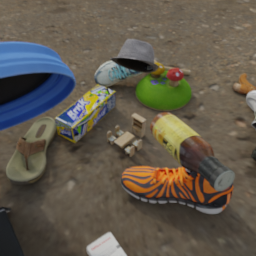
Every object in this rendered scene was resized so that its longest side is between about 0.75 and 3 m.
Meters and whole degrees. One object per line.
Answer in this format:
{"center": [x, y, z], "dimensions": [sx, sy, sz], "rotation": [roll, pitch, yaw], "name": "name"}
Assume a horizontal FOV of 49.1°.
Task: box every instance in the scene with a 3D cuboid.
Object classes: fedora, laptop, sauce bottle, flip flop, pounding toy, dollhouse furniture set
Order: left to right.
{"center": [-3.010, 2.627, 4.792], "dimensions": [2.448, 2.614, 1.515], "rotation": [-25, 84, -24], "name": "laptop"}
{"center": [-2.583, 0.464, 7.582], "dimensions": [1.008, 0.715, 2.485], "rotation": [5, 44, 5], "name": "flip flop"}
{"center": [0.034, 0.148, 7.976], "dimensions": [0.906, 0.642, 0.986], "rotation": [32, 52, 30], "name": "dollhouse furniture set"}
{"center": [0.142, -1.200, 4.605], "dimensions": [0.763, 0.390, 0.863], "rotation": [10, -2, 39], "name": "fedora"}
{"center": [1.284, -1.802, 9.658], "dimensions": [1.930, 1.160, 2.501], "rotation": [8, 44, 8], "name": "pounding toy"}
{"center": [1.055, 0.360, 4.939], "dimensions": [0.634, 0.634, 1.921], "rotation": [-16, 32, -16], "name": "sauce bottle"}

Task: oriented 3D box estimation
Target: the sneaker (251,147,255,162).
{"center": [4.616, 0.614, 7.390], "dimensions": [2.587, 1.010, 1.102], "rotation": [-22, 54, -10], "name": "sneaker"}

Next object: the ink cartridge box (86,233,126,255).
{"center": [-0.386, 2.607, 5.590], "dimensions": [0.588, 0.343, 0.808], "rotation": [-26, 50, -25], "name": "ink cartridge box"}

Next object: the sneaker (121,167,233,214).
{"center": [1.100, 1.053, 6.425], "dimensions": [2.577, 1.444, 1.000], "rotation": [8, 44, 8], "name": "sneaker"}

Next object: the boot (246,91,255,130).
{"center": [4.100, -0.387, 8.491], "dimensions": [0.984, 0.757, 2.058], "rotation": [-25, 40, -11], "name": "boot"}

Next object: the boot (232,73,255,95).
{"center": [4.246, -1.531, 9.944], "dimensions": [0.766, 0.378, 0.987], "rotation": [27, 49, 25], "name": "boot"}

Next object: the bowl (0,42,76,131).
{"center": [-2.248, -0.476, 4.518], "dimensions": [2.804, 2.804, 0.550], "rotation": [-22, 86, -21], "name": "bowl"}

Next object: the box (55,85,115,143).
{"center": [-1.259, -0.482, 8.623], "dimensions": [0.723, 0.664, 2.065], "rotation": [25, 48, 23], "name": "box"}

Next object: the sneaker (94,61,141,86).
{"center": [-0.188, -2.062, 9.813], "dimensions": [2.112, 0.820, 0.912], "rotation": [-22, 14, -6], "name": "sneaker"}
